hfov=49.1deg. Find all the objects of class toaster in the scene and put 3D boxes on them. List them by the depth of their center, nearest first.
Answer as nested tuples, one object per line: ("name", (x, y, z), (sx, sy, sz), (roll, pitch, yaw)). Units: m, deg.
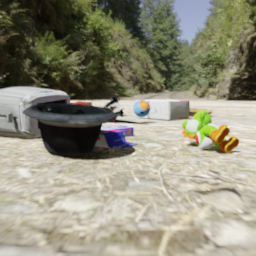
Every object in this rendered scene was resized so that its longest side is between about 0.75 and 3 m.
("toaster", (-2.969, -0.516, 8.850), (1.662, 1.462, 2.573), (8, 14, 28))

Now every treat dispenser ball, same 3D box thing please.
("treat dispenser ball", (0.590, -0.845, 12.249), (0.764, 0.764, 0.764), (0, 7, 0))

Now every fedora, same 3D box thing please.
("fedora", (-1.263, 0.048, 6.129), (2.148, 0.981, 2.148), (3, 11, -1))

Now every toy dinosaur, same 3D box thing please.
("toy dinosaur", (-0.946, -0.806, 12.908), (1.300, 0.979, 1.916), (-25, 28, 26))

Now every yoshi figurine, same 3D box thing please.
("yoshi figurine", (1.912, -0.016, 6.650), (0.869, 0.872, 1.552), (-4, 16, -24))

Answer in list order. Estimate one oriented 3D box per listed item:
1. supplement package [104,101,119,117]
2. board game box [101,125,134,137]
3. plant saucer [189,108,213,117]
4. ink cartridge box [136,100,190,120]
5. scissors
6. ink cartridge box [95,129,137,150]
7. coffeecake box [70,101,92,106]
("supplement package", (-0.917, -1.102, 15.995), (0.840, 0.847, 1.116), (0, 7, -2))
("board game box", (-0.522, 0.116, 8.469), (1.161, 0.260, 0.780), (-7, 9, -35))
("plant saucer", (3.956, -0.871, 15.993), (1.719, 0.304, 1.719), (2, 11, 0))
("ink cartridge box", (1.738, -0.960, 14.357), (1.672, 0.945, 2.282), (-6, 9, -42))
("scissors", (-0.573, -0.178, 7.712), (2.221, 0.812, 0.155), (16, 41, -13))
("ink cartridge box", (-0.852, 0.228, 7.174), (2.021, 0.375, 0.957), (8, 8, 26))
("coffeecake box", (-3.601, -1.281, 17.694), (1.662, 0.791, 2.165), (4, 8, 32))
